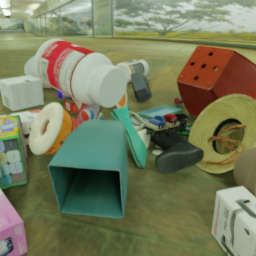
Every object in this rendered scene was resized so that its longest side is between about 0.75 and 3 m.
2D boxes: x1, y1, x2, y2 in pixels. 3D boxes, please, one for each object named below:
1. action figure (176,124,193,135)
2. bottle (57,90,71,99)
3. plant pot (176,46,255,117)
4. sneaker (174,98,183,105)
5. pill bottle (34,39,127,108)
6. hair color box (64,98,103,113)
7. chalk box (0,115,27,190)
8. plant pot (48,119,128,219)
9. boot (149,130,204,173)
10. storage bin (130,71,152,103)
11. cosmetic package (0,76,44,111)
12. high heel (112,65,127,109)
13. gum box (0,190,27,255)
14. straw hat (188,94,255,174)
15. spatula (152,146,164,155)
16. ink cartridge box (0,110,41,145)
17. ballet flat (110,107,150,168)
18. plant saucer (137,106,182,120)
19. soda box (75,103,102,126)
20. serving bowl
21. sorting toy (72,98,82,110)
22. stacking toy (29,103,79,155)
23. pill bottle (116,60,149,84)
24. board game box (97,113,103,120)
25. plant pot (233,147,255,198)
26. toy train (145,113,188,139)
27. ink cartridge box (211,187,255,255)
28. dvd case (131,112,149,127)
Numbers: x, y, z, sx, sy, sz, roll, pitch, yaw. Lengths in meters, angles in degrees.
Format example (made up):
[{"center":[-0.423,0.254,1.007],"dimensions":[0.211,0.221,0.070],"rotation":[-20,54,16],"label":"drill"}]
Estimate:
[{"center":[2.038,-0.012,10.832],"dimensions":[1.693,0.463,1.000],"rotation":[2,19,2],"label":"action figure"},{"center":[-2.428,-1.866,13.507],"dimensions":[1.962,0.640,0.819],"rotation":[-4,68,-14],"label":"bottle"},{"center":[3.535,-1.858,11.416],"dimensions":[2.317,2.630,2.627],"rotation":[34,-4,-42],"label":"plant pot"},{"center":[2.532,-1.309,13.734],"dimensions":[0.409,0.339,0.855],"rotation":[7,12,-5],"label":"sneaker"},{"center":[-1.491,-1.697,8.796],"dimensions":[2.849,1.599,1.599],"rotation":[28,35,31],"label":"pill bottle"},{"center":[-2.156,-1.200,13.619],"dimensions":[1.661,0.509,0.843],"rotation":[-14,25,-31],"label":"hair color box"},{"center":[-3.687,0.774,7.805],"dimensions":[1.496,1.504,2.417],"rotation":[-8,23,-16],"label":"chalk box"},{"center":[-0.728,0.809,7.075],"dimensions":[1.577,1.576,2.232],"rotation":[4,36,8],"label":"plant pot"},{"center":[1.121,0.550,9.151],"dimensions":[1.748,0.696,2.121],"rotation":[-6,29,-29],"label":"boot"},{"center":[0.652,-2.157,14.142],"dimensions":[1.003,0.925,1.378],"rotation":[-18,63,9],"label":"storage bin"},{"center":[-5.257,-1.754,13.872],"dimensions":[1.600,1.320,1.319],"rotation":[-20,31,-39],"label":"cosmetic package"},{"center":[-0.793,-1.705,13.404],"dimensions":[0.850,2.524,1.211],"rotation":[-12,-18,-31],"label":"high heel"},{"center":[-3.244,1.981,5.854],"dimensions":[1.404,0.818,2.475],"rotation":[-17,29,-37],"label":"gum box"},{"center":[3.289,0.401,8.898],"dimensions":[1.169,2.762,2.762],"rotation":[32,9,-28],"label":"straw hat"},{"center":[1.630,0.747,9.678],"dimensions":[1.482,0.119,1.031],"rotation":[8,22,10],"label":"spatula"},{"center":[-3.974,0.040,10.102],"dimensions":[2.129,0.882,1.563],"rotation":[-13,20,-30],"label":"ink cartridge box"},{"center":[0.221,0.137,9.124],"dimensions":[0.872,0.834,2.476],"rotation":[-26,52,-4],"label":"ballet flat"},{"center":[1.356,-0.614,11.556],"dimensions":[0.854,0.232,2.442],"rotation":[17,19,31],"label":"plant saucer"},{"center":[-1.422,-0.625,10.429],"dimensions":[0.726,0.657,2.073],"rotation":[18,66,-4],"label":"soda box"},{"center":[-4.373,-3.151,16.198],"dimensions":[2.983,2.983,0.981],"rotation":[-12,70,-25],"label":"serving bowl"},{"center":[-2.007,-1.335,12.866],"dimensions":[1.153,1.038,0.616],"rotation":[-18,7,-14],"label":"sorting toy"},{"center":[-1.663,0.318,8.265],"dimensions":[2.103,1.537,1.537],"rotation":[27,4,-38],"label":"stacking toy"},{"center":[0.279,-3.733,18.424],"dimensions":[1.365,1.365,2.346],"rotation":[17,28,34],"label":"pill bottle"},{"center":[-1.581,-0.347,11.995],"dimensions":[0.740,0.246,1.100],"rotation":[4,24,9],"label":"board game box"},{"center":[3.469,1.225,6.580],"dimensions":[2.140,2.140,1.867],"rotation":[-3,5,-8],"label":"plant pot"},{"center":[1.354,-0.149,9.189],"dimensions":[0.482,0.647,2.825],"rotation":[24,18,27],"label":"toy train"},{"center":[2.291,2.052,5.278],"dimensions":[0.660,1.169,1.593],"rotation":[-7,23,-13],"label":"ink cartridge box"},{"center":[0.570,-0.395,12.108],"dimensions":[2.261,0.181,1.681],"rotation":[-2,21,-5],"label":"dvd case"}]
